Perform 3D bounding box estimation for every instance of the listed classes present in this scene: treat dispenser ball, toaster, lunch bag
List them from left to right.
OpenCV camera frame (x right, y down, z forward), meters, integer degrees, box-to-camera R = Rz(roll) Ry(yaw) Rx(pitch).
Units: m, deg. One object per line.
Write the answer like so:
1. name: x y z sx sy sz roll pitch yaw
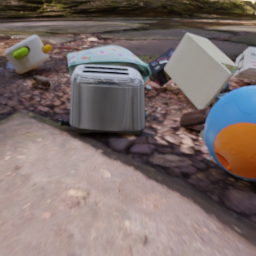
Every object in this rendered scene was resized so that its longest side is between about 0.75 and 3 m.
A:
1. toaster: -0.692 -0.850 8.237 2.672 1.726 1.518 3 25 -3
2. lunch bag: -0.805 -2.234 11.147 2.993 1.825 2.549 -11 27 -10
3. treat dispenser ball: 2.711 0.109 6.107 2.030 2.030 2.030 0 26 0

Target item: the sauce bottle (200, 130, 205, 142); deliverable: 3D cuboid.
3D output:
1. sauce bottle: 2.827 0.015 7.936 1.819 0.588 0.588 -14 30 -26

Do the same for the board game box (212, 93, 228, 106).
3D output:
1. board game box: 4.011 -0.778 9.704 1.566 0.438 1.534 -7 28 -15

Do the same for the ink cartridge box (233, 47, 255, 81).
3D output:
1. ink cartridge box: 5.416 -2.550 11.354 1.605 0.939 2.768 9 5 9

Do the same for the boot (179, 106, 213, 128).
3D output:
1. boot: 2.510 -0.553 8.344 1.767 0.568 1.647 -17 12 47

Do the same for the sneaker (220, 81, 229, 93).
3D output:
1. sneaker: 4.074 -1.789 11.758 0.418 0.480 1.066 -18 29 47

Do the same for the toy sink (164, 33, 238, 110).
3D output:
1. toy sink: 2.794 -1.969 10.161 1.405 1.635 2.508 0 44 -39

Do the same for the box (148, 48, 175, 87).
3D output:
1. box: 1.586 -2.527 11.638 1.466 0.777 0.896 -36 41 -8

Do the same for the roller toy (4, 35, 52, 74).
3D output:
1. roller toy: -4.988 -3.622 14.011 1.846 1.414 2.023 -4 33 43

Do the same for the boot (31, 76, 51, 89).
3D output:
1. boot: -3.704 -1.884 11.979 0.753 0.362 1.030 22 -18 -13
